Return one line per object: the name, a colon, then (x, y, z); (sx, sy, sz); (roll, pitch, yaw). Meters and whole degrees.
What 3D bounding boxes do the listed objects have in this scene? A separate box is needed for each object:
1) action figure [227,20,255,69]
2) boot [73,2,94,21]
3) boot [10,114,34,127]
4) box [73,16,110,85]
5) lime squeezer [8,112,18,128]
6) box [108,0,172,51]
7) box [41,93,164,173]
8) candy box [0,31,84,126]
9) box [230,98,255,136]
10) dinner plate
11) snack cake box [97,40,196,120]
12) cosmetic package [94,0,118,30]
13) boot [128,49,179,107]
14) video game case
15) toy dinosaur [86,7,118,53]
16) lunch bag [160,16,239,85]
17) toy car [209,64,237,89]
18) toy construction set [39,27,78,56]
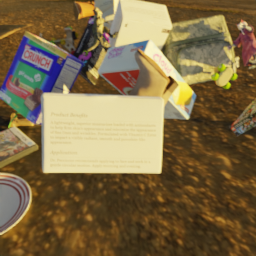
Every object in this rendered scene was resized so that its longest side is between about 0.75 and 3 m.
action figure: (3.659, -2.602, 8.397); (1.093, 0.984, 1.468); (-7, 77, -17)
boot: (-1.534, -4.840, 11.588); (1.404, 0.693, 1.808); (-3, 24, -10)
boot: (-4.299, -0.322, 11.426); (0.886, 0.293, 0.776); (-6, 47, -7)
box: (-1.414, -3.092, 11.330); (0.403, 1.597, 2.233); (16, 79, 28)
lime squeezer: (-3.716, -0.380, 9.470); (0.942, 0.333, 0.178); (-36, 30, -23)
box: (0.314, -3.012, 8.812); (1.553, 1.561, 1.020); (3, 57, -17)
box: (-0.487, 0.030, 5.440); (1.990, 1.308, 2.001); (1, 5, -5)
candy box: (-2.793, -1.524, 8.834); (1.970, 2.330, 0.898); (32, 9, 25)
box: (4.265, -0.671, 8.941); (0.383, 1.387, 2.031); (49, 56, 3)
dinner plate: (-3.923, 2.176, 7.698); (2.452, 0.297, 2.452); (0, 35, 0)
snack cake box: (0.646, -1.300, 8.427); (1.589, 2.762, 0.928); (6, 68, 43)
cosmetic package: (-0.770, -4.291, 10.119); (0.791, 0.559, 1.529); (-13, 59, 14)
boot: (0.346, -0.906, 6.926); (1.996, 1.459, 0.701); (29, 28, -46)
video game case: (-4.461, 0.712, 9.909); (1.874, 0.239, 1.693); (-29, 44, -36)
toy dinosaur: (-0.777, -2.696, 8.163); (0.802, 1.819, 0.432); (38, 61, 6)
lunch bag: (2.317, -2.449, 9.464); (2.352, 1.973, 1.639); (-12, -6, -9)
toy car: (2.774, -1.643, 8.563); (0.643, 0.617, 0.782); (28, 15, -26)
toy construction set: (-2.730, -3.367, 11.025); (1.464, 1.349, 1.755); (-1, -2, 33)
